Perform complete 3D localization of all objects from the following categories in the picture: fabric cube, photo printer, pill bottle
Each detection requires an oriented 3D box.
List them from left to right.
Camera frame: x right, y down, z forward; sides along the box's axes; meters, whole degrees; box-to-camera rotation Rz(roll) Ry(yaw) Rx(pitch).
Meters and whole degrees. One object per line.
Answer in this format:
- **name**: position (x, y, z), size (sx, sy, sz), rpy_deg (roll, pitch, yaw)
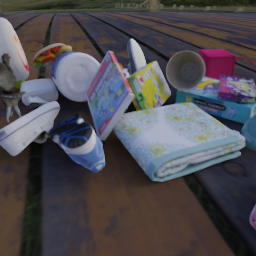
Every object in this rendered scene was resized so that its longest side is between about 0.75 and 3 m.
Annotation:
- **photo printer**: position (-3.491, -1.470, 10.927), size (1.319, 0.550, 1.585), rpy_deg (-12, 30, -17)
- **pill bottle**: position (-2.041, -2.057, 10.701), size (1.643, 1.643, 2.961), rpy_deg (-9, 19, -17)
- **fabric cube**: position (3.930, -2.799, 12.724), size (1.273, 1.249, 1.269), rpy_deg (-3, 30, -6)

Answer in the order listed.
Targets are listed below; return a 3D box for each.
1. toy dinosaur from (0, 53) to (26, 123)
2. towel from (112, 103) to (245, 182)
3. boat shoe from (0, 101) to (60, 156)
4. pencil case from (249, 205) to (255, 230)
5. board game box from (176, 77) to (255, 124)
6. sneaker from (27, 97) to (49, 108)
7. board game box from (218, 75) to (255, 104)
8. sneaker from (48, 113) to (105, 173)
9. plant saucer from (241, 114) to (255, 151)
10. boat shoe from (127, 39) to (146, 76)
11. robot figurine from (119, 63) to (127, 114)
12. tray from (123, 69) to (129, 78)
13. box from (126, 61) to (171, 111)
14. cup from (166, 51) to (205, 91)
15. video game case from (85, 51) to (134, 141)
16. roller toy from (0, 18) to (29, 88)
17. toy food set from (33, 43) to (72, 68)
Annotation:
- **toy dinosaur**: position (-3.612, -1.527, 7.419), size (1.095, 2.846, 1.455), rpy_deg (-34, 59, -7)
- **towel**: position (1.284, 0.214, 7.609), size (2.920, 0.703, 2.500), rpy_deg (-11, 32, -23)
- **boat shoe**: position (-2.600, -0.004, 7.930), size (0.911, 0.897, 2.570), rpy_deg (-26, 12, 22)
- **pencil case**: position (3.050, 1.346, 5.409), size (0.805, 0.841, 1.944), rpy_deg (35, 43, 24)
- **board game box**: position (3.406, -1.111, 10.209), size (2.653, 0.622, 2.002), rpy_deg (20, 34, 33)
- **sneaker**: position (-3.062, -0.900, 9.654), size (0.387, 0.331, 0.888), rpy_deg (56, 22, 21)
- **board game box**: position (3.781, -1.386, 9.757), size (1.211, 0.326, 2.018), rpy_deg (6, 28, 16)
- **sneaker**: position (-1.319, 0.351, 7.188), size (1.016, 1.033, 2.682), rpy_deg (-34, 23, -8)
- **plant saucer**: position (3.935, -0.029, 7.669), size (1.712, 0.235, 1.712), rpy_deg (-26, 29, 16)
- **boat shoe**: position (0.227, -2.261, 10.858), size (0.786, 2.543, 0.926), rpy_deg (-21, -18, 29)
- **robot figurine**: position (-0.427, -1.471, 9.926), size (0.707, 1.761, 2.430), rpy_deg (-13, 20, 10)
- **tray**: position (-0.204, -2.355, 12.668), size (2.478, 0.275, 1.330), rpy_deg (-1, 27, -11)
- **box**: position (0.678, -1.328, 9.699), size (0.595, 1.442, 2.458), rpy_deg (-20, 14, 30)
- **cup**: position (2.086, -1.992, 9.813), size (1.311, 1.311, 0.938), rpy_deg (11, 13, 20)
- **video game case**: position (-0.635, -1.003, 8.179), size (0.202, 1.659, 2.320), rpy_deg (16, 34, -33)
- **roller toy**: position (-5.148, -2.863, 10.844), size (1.851, 2.649, 2.416), rpy_deg (-19, -4, -8)
- **toy food set**: position (-3.050, -2.869, 11.119), size (1.460, 0.359, 1.475), rpy_deg (-26, 3, 38)
